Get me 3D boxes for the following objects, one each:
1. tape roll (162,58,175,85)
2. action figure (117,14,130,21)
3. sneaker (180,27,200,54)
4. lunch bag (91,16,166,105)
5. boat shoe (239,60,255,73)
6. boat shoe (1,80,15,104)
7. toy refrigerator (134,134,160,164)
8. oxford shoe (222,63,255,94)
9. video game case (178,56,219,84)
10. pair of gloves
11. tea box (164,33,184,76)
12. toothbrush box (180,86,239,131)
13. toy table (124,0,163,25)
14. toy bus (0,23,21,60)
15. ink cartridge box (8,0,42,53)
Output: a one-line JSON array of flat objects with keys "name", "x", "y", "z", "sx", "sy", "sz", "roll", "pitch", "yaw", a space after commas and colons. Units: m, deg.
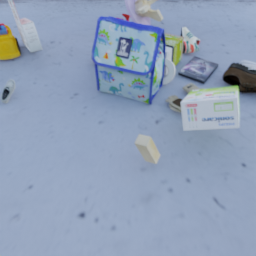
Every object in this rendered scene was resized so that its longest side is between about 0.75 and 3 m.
[{"name": "tape roll", "x": 1.421, "y": -2.350, "z": 11.665, "sx": 1.109, "sy": 1.109, "sz": 0.203, "roll": 16, "pitch": 16, "yaw": 17}, {"name": "action figure", "x": -0.460, "y": -3.675, "z": 11.880, "sx": 1.109, "sy": 2.240, "sz": 0.731, "roll": 26, "pitch": 50, "yaw": 27}, {"name": "sneaker", "x": 3.101, "y": -4.365, "z": 14.019, "sx": 0.887, "sy": 0.668, "sz": 1.897, "roll": 2, "pitch": 49, "yaw": 1}, {"name": "lunch bag", "x": 0.062, "y": -2.570, "z": 10.513, "sx": 2.459, "sy": 2.892, "sz": 1.843, "roll": 17, "pitch": 47, "yaw": 15}, {"name": "boat shoe", "x": 5.661, "y": -2.252, "z": 11.869, "sx": 2.218, "sy": 0.816, "sz": 0.741, "roll": 20, "pitch": 56, "yaw": 36}, {"name": "boat shoe", "x": -4.681, "y": -1.454, "z": 10.915, "sx": 0.354, "sy": 0.362, "sz": 1.015, "roll": 17, "pitch": 73, "yaw": -12}, {"name": "toy refrigerator", "x": 0.581, "y": 0.620, "z": 8.167, "sx": 0.397, "sy": 1.045, "sz": 0.366, "roll": 12, "pitch": 61, "yaw": 32}, {"name": "oxford shoe", "x": 4.971, "y": -1.667, "z": 11.157, "sx": 2.592, "sy": 0.942, "sz": 1.094, "roll": 29, "pitch": 62, "yaw": 35}, {"name": "video game case", "x": 3.167, "y": -2.620, "z": 12.540, "sx": 1.229, "sy": 0.163, "sz": 1.720, "roll": 26, "pitch": 50, "yaw": 22}, {"name": "pair of gloves", "x": 2.474, "y": -1.015, "z": 10.783, "sx": 1.573, "sy": 0.324, "sz": 1.850, "roll": 32, "pitch": 50, "yaw": 33}, {"name": "tea box", "x": 1.349, "y": -3.437, "z": 12.682, "sx": 1.757, "sy": 1.174, "sz": 1.728, "roll": 21, "pitch": 47, "yaw": 24}, {"name": "toothbrush box", "x": 2.600, "y": -0.645, "z": 8.636, "sx": 1.541, "sy": 0.911, "sz": 2.117, "roll": -3, "pitch": 17, "yaw": 23}, {"name": "toy table", "x": 0.902, "y": -6.402, "z": 14.854, "sx": 1.280, "sy": 2.186, "sz": 2.009, "roll": -5, "pitch": 51, "yaw": 46}, {"name": "toy bus", "x": -5.928, "y": -4.294, "z": 13.282, "sx": 1.177, "sy": 1.665, "sz": 1.734, "roll": -16, "pitch": 44, "yaw": -14}, {"name": "ink cartridge box", "x": -4.740, "y": -4.795, "z": 12.722, "sx": 0.580, "sy": 2.311, "sz": 2.663, "roll": -21, "pitch": 31, "yaw": -18}]
